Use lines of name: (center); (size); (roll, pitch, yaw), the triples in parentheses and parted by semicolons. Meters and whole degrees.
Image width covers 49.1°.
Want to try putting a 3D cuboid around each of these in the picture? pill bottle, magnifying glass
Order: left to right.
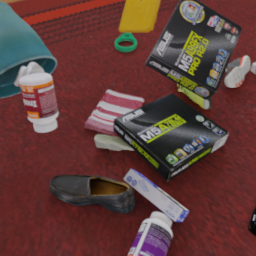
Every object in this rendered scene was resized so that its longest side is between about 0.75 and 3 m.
pill bottle: (-1.860, -0.521, 5.960); (0.660, 1.169, 0.660); (-4, 26, 2)
magnifying glass: (-0.046, -4.750, 14.555); (1.100, 0.310, 2.765); (4, 47, 4)
pill bottle: (0.557, 2.786, 6.699); (0.814, 0.814, 1.448); (19, 48, 17)

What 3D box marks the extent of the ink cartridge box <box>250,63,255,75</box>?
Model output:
ink cartridge box: (5.936, -2.511, 12.236); (0.659, 0.382, 0.910); (-19, 48, -18)

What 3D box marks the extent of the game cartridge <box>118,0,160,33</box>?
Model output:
game cartridge: (0.415, -3.962, 9.520); (1.302, 0.240, 1.477); (13, 87, 32)

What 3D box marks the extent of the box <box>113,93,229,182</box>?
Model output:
box: (1.393, 0.123, 9.316); (2.798, 0.665, 2.702); (-25, 53, -30)

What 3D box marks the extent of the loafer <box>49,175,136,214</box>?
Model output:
loafer: (-1.018, 1.632, 7.773); (2.513, 0.908, 0.915); (7, 47, 8)

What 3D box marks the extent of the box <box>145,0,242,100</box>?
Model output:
box: (1.989, -2.438, 8.291); (2.123, 0.587, 2.650); (30, 68, -5)

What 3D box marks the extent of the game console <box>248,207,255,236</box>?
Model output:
game console: (4.133, 2.259, 7.636); (1.203, 0.246, 2.040); (24, 51, 21)

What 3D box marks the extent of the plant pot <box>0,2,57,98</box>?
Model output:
plant pot: (-3.567, -2.311, 8.085); (2.239, 2.239, 2.104); (-29, 89, -26)

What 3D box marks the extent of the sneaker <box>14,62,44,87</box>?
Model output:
sneaker: (-2.256, -1.141, 6.876); (0.706, 0.644, 1.722); (27, 13, -15)

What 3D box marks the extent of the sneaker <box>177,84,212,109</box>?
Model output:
sneaker: (2.501, -1.506, 10.956); (1.018, 1.004, 2.664); (-12, 36, -2)

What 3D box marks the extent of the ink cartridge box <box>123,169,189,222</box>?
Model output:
ink cartridge box: (0.757, 1.831, 7.593); (1.778, 0.836, 0.393); (34, 87, 29)

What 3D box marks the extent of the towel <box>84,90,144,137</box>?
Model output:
towel: (-0.451, -0.595, 10.446); (1.608, 0.254, 2.232); (15, 47, 13)

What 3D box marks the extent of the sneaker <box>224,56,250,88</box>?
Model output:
sneaker: (4.476, -2.353, 11.994); (0.877, 0.826, 2.143); (7, 37, 43)

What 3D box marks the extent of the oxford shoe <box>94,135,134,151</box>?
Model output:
oxford shoe: (-0.446, 0.554, 9.236); (1.391, 0.402, 0.523); (11, 26, -9)
